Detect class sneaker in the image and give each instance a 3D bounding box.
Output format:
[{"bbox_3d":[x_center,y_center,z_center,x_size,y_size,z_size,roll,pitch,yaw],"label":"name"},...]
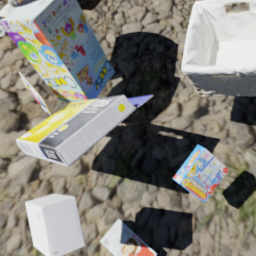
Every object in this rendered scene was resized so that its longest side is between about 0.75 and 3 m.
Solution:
[{"bbox_3d":[-3.170,-3.386,8.518,2.384,1.055,0.883,-10,26,-14],"label":"sneaker"},{"bbox_3d":[-1.110,-3.891,8.646,1.226,0.463,0.432,1,62,32],"label":"sneaker"}]

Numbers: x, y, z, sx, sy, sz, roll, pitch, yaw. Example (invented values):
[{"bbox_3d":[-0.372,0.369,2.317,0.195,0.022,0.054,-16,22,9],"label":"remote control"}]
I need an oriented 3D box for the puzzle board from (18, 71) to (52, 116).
[{"bbox_3d":[-2.659,-0.943,8.019,0.109,0.944,1.253,-39,71,-15],"label":"puzzle board"}]

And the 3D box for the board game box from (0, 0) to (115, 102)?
[{"bbox_3d":[-1.851,-2.210,7.966,1.478,2.870,1.505,11,57,35],"label":"board game box"}]

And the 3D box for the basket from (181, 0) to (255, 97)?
[{"bbox_3d":[2.827,-2.061,7.455,2.200,1.786,2.220,4,71,30],"label":"basket"}]

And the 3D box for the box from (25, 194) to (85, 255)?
[{"bbox_3d":[-1.529,1.947,5.732,0.691,1.299,0.989,-10,87,-34],"label":"box"}]

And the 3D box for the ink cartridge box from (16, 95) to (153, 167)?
[{"bbox_3d":[-1.205,-0.215,7.197,2.775,2.742,0.652,-43,114,-29],"label":"ink cartridge box"}]

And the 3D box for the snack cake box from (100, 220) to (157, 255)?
[{"bbox_3d":[-0.002,3.549,8.286,1.482,0.498,0.852,39,70,15],"label":"snack cake box"}]

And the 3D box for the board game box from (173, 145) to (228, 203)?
[{"bbox_3d":[1.848,1.174,7.079,1.093,0.305,1.070,38,88,-27],"label":"board game box"}]
